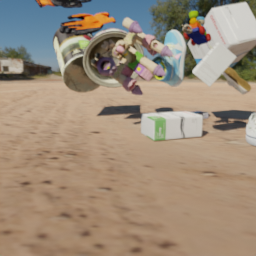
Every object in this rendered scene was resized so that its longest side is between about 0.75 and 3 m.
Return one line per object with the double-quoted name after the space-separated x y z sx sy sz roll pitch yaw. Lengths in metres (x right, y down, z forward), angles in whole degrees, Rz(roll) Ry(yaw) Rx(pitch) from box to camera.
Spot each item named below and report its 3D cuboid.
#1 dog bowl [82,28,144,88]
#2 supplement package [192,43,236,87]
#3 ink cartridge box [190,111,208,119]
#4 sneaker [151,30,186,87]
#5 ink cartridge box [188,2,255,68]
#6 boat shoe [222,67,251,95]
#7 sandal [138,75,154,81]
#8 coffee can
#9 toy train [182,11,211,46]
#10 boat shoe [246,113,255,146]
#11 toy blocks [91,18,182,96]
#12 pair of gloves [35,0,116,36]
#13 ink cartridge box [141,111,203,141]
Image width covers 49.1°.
-0.620 -2.918 11.476 2.471 2.471 0.911 -2 41 -8 "dog bowl"
2.744 -2.040 9.025 0.704 1.204 0.706 39 19 -3 "supplement package"
3.225 -0.587 13.841 1.484 0.328 0.698 -9 14 -36 "ink cartridge box"
1.457 -2.736 10.572 0.884 2.222 1.450 -6 -5 44 "sneaker"
3.719 -3.427 10.969 1.597 1.604 2.187 -17 -13 -17 "ink cartridge box"
3.896 -1.740 10.437 0.482 1.362 0.472 -40 -9 -30 "boat shoe"
0.435 -3.036 13.038 1.051 2.616 0.706 -32 -29 -2 "sandal"
-2.348 -3.373 13.424 2.078 2.078 2.840 -5 49 -23 "coffee can"
2.069 -3.301 8.856 0.652 0.891 1.540 -8 -14 35 "toy train"
4.559 0.002 9.769 0.959 0.871 2.608 2 12 10 "boat shoe"
0.392 -2.160 9.388 1.914 2.124 2.273 37 6 15 "toy blocks"
-1.478 -3.258 7.851 1.699 0.236 1.907 -27 66 -32 "pair of gloves"
1.596 -0.110 10.436 1.915 0.807 1.399 -4 13 -16 "ink cartridge box"
